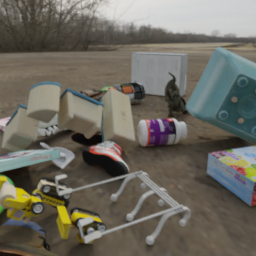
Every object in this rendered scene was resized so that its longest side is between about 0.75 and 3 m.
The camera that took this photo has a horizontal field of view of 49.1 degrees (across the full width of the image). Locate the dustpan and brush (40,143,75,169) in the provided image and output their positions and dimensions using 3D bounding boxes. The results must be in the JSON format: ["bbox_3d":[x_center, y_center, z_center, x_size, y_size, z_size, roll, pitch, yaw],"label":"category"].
[{"bbox_3d":[-1.758,0.596,6.699,0.830,0.237,0.579,21,33,14],"label":"dustpan and brush"}]

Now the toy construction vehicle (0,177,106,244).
[{"bbox_3d":[-1.269,1.245,4.281,1.532,0.539,1.334,25,1,-29],"label":"toy construction vehicle"}]

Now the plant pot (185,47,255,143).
[{"bbox_3d":[2.900,-0.761,7.277,2.039,2.033,2.077,25,17,1],"label":"plant pot"}]

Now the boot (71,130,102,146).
[{"bbox_3d":[-1.127,0.231,7.878,1.110,0.415,0.538,6,15,-30],"label":"boot"}]

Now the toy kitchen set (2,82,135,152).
[{"bbox_3d":[-1.576,-0.166,7.515,2.688,2.153,1.583,23,45,-33],"label":"toy kitchen set"}]

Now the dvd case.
[{"bbox_3d":[-2.498,0.688,5.873,1.418,0.214,1.943,-11,4,-40],"label":"dvd case"}]

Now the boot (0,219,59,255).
[{"bbox_3d":[-1.159,1.566,3.612,1.813,0.677,0.879,3,21,14],"label":"boot"}]

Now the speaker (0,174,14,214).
[{"bbox_3d":[-2.370,1.322,4.334,0.686,0.686,1.551,1,19,3],"label":"speaker"}]

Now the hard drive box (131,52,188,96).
[{"bbox_3d":[1.515,-2.680,13.947,2.598,2.025,0.998,11,20,26],"label":"hard drive box"}]

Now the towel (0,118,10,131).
[{"bbox_3d":[-3.821,-0.190,9.457,1.047,0.214,1.430,-15,24,-38],"label":"towel"}]

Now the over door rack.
[{"bbox_3d":[-0.142,1.250,4.474,1.837,0.612,1.357,2,16,-31],"label":"over door rack"}]

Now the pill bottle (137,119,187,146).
[{"bbox_3d":[0.938,0.114,7.765,1.277,0.718,0.718,-4,19,-11],"label":"pill bottle"}]

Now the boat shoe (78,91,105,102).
[{"bbox_3d":[-1.816,-1.082,11.239,2.044,0.740,0.738,-13,23,-34],"label":"boat shoe"}]

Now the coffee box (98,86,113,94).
[{"bbox_3d":[-0.909,-1.879,14.275,0.807,0.289,1.312,5,20,14],"label":"coffee box"}]

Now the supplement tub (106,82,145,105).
[{"bbox_3d":[-0.103,-1.431,11.983,1.511,0.926,0.926,-12,22,-30],"label":"supplement tub"}]

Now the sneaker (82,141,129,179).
[{"bbox_3d":[-0.333,0.674,6.482,1.470,0.491,0.788,14,26,43],"label":"sneaker"}]

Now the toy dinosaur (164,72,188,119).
[{"bbox_3d":[1.650,-1.115,10.249,0.879,2.285,1.169,-26,36,18],"label":"toy dinosaur"}]

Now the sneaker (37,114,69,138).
[{"bbox_3d":[-2.158,-0.242,8.507,0.714,0.770,1.901,-9,7,27],"label":"sneaker"}]

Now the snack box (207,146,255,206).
[{"bbox_3d":[2.722,0.885,5.771,1.650,0.558,1.391,-5,19,-20],"label":"snack box"}]
